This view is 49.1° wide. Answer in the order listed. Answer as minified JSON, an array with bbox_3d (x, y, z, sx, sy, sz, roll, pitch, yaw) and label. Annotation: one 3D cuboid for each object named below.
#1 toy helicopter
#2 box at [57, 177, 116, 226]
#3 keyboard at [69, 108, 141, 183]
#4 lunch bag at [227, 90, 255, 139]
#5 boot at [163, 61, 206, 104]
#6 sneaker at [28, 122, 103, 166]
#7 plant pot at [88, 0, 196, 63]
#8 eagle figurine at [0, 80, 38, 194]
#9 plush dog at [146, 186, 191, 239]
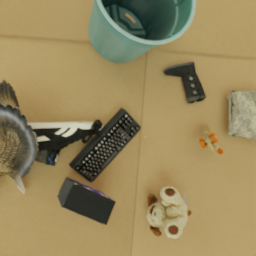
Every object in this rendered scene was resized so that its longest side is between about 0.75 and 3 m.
[{"bbox_3d":[2.438,0.324,8.236,0.458,1.162,0.769,-31,114,24],"label":"toy helicopter"},{"bbox_3d":[-1.192,1.927,7.596,1.221,1.731,0.682,25,79,-15],"label":"box"},{"bbox_3d":[-0.734,0.452,8.351,2.314,0.297,1.389,-48,120,-7],"label":"keyboard"},{"bbox_3d":[3.679,-0.410,8.546,1.234,1.025,1.471,5,80,-1],"label":"lunch bag"},{"bbox_3d":[1.817,-1.403,9.065,1.085,0.432,1.316,-15,85,-1],"label":"boot"},{"bbox_3d":[-1.966,0.484,8.575,2.405,0.879,1.345,0,94,-4],"label":"sneaker"},{"bbox_3d":[0.071,-3.160,7.908,2.655,2.600,2.655,2,84,-18],"label":"plant pot"},{"bbox_3d":[-3.410,0.476,7.596,2.204,2.192,2.904,36,95,5],"label":"eagle figurine"},{"bbox_3d":[1.056,2.409,7.891,1.166,1.089,1.357,-17,65,30],"label":"plush dog"}]
